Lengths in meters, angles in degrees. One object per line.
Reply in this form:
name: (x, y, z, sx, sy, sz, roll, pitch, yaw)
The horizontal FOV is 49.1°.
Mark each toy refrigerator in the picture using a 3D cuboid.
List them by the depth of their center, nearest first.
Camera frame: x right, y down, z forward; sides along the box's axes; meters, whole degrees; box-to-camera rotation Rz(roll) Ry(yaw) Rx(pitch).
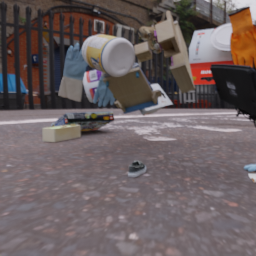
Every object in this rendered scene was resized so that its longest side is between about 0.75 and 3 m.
toy refrigerator: (-3.121, 0.211, 13.297, 0.730, 0.673, 1.924, 2, 6, 27)

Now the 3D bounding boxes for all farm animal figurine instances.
farm animal figurine: (0.896, -3.140, 9.811, 1.094, 0.681, 1.354, -33, -29, -3)

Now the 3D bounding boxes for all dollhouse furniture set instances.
dollhouse furniture set: (0.335, -2.022, 8.458, 2.706, 1.766, 2.555, -15, -33, 19)

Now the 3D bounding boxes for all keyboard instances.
keyboard: (2.728, -0.895, 6.656, 0.548, 1.438, 2.764, -20, 14, 6)

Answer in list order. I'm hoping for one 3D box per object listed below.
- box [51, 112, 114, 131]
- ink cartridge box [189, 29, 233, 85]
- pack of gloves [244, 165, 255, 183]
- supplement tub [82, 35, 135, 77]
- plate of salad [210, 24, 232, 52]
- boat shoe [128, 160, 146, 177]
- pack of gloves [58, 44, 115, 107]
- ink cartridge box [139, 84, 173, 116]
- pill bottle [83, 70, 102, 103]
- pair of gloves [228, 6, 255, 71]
box: (-2.521, -0.307, 15.634, 2.928, 0.584, 2.005, -5, -13, -38)
ink cartridge box: (3.179, -2.731, 10.506, 1.930, 2.379, 0.596, 4, -30, 34)
pack of gloves: (4.007, 1.053, 7.108, 1.884, 0.372, 1.583, 1, 7, 11)
supplement tub: (-0.570, -1.984, 7.587, 0.983, 0.983, 1.359, -5, 23, -38)
plate of salad: (3.613, -3.186, 9.930, 1.358, 1.358, 0.326, 3, -30, 23)
boat shoe: (0.259, 1.028, 7.393, 0.349, 0.343, 0.968, 2, 7, 17)
pack of gloves: (-1.312, -1.972, 10.579, 2.205, 2.625, 0.518, 15, 47, -12)
ink cartridge box: (0.938, -1.227, 11.878, 1.572, 1.275, 0.394, -15, -28, -37)
pill bottle: (-0.660, -2.054, 12.483, 2.468, 1.375, 1.375, -13, 6, 4)
pair of gloves: (3.751, -2.185, 7.066, 2.370, 2.111, 0.293, -4, 18, 42)
